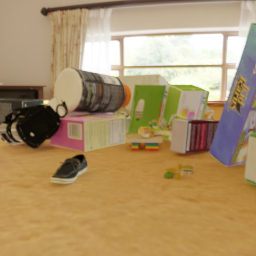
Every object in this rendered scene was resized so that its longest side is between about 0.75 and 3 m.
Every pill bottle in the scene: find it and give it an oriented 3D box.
[{"bbox_3d":[-1.036,-1.162,9.471,1.383,1.383,2.603,7,5,40],"label":"pill bottle"}]

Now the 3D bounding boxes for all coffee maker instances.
[{"bbox_3d":[-2.722,-0.101,8.050,1.551,1.087,1.615,-21,14,-39],"label":"coffee maker"}]

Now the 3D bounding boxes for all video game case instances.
[{"bbox_3d":[3.327,-0.658,6.214,2.630,2.902,0.659,-4,28,-29],"label":"video game case"}]

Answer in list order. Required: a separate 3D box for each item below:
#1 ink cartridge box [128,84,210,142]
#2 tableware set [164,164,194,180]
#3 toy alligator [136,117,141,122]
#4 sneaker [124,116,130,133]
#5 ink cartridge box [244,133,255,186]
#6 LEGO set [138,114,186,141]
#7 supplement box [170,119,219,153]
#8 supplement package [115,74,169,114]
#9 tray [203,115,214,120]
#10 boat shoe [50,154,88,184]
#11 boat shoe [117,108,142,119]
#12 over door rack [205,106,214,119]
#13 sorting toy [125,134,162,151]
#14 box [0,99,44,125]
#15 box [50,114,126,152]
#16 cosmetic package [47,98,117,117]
[{"bbox_3d":[1.239,-0.429,8.640,2.295,1.696,0.869,-5,25,-33],"label":"ink cartridge box"},{"bbox_3d":[1.004,0.862,5.514,0.526,0.120,0.781,0,8,21],"label":"tableware set"},{"bbox_3d":[0.328,-0.183,10.363,0.473,0.517,1.745,37,-4,-16],"label":"toy alligator"},{"bbox_3d":[-0.470,-0.117,10.999,1.050,0.686,1.877,-5,2,23],"label":"sneaker"},{"bbox_3d":[3.295,0.582,4.497,2.154,0.895,1.579,-2,9,-23],"label":"ink cartridge box"},{"bbox_3d":[1.135,-0.028,7.946,1.782,0.663,0.820,14,22,-17],"label":"LEGO set"},{"bbox_3d":[1.799,0.190,7.368,1.506,0.820,0.459,0,7,-39],"label":"supplement box"},{"bbox_3d":[0.734,-1.563,14.742,2.552,1.937,1.922,3,-9,28],"label":"supplement package"},{"bbox_3d":[4.076,-0.484,14.687,0.783,0.294,1.587,4,9,17],"label":"tray"},{"bbox_3d":[-1.098,0.761,5.279,0.436,0.363,1.168,4,10,15],"label":"boat shoe"},{"bbox_3d":[-0.485,-0.717,13.379,2.988,0.970,1.078,4,6,-10],"label":"boat shoe"},{"bbox_3d":[2.548,-1.033,12.604,1.679,0.757,2.273,36,-4,-21],"label":"over door rack"},{"bbox_3d":[0.448,0.407,7.906,0.981,0.341,0.975,0,7,4],"label":"sorting toy"},{"bbox_3d":[-5.348,-0.763,13.270,2.183,1.169,1.620,3,9,18],"label":"box"},{"bbox_3d":[-1.192,0.080,8.438,1.528,0.840,1.737,6,10,39],"label":"box"},{"bbox_3d":[-1.867,-0.772,11.156,2.036,1.256,2.042,-13,0,-30],"label":"cosmetic package"}]
